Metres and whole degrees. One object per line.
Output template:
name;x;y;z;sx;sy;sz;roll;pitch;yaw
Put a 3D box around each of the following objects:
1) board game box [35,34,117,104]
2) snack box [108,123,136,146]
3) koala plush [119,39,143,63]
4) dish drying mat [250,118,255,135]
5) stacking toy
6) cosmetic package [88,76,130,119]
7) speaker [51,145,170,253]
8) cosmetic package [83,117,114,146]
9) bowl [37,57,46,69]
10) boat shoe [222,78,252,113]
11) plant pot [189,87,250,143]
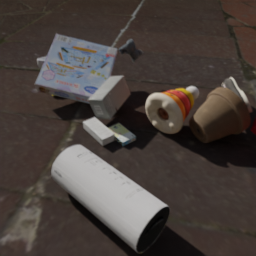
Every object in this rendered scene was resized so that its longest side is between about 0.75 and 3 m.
board game box;-1.905;-2.249;10.757;2.526;0.520;2.520;14;63;-1
snack box;-0.240;0.204;9.060;0.525;0.168;0.903;-24;44;-30
koala plush;0.160;-3.085;11.317;0.711;0.802;0.737;-44;19;-6
dish drying mat;4.301;0.302;7.948;0.186;0.784;2.042;3;30;-22
stacking toy;1.659;-0.839;9.284;1.439;1.439;1.969;29;50;32
cosmetic package;-0.613;-1.071;9.655;0.702;0.832;1.557;4;42;35
speaker;-0.478;1.530;6.552;2.889;1.173;1.173;29;47;32
cosmetic package;-0.960;0.108;9.084;0.478;0.293;1.158;-26;45;-28
bowl;-3.039;-2.647;11.841;1.380;0.515;1.378;9;20;3
boat shoe;3.488;-1.076;9.656;0.762;0.894;2.673;-22;19;16
plant pot;2.697;-0.273;8.752;1.387;1.590;1.590;-31;45;-11
